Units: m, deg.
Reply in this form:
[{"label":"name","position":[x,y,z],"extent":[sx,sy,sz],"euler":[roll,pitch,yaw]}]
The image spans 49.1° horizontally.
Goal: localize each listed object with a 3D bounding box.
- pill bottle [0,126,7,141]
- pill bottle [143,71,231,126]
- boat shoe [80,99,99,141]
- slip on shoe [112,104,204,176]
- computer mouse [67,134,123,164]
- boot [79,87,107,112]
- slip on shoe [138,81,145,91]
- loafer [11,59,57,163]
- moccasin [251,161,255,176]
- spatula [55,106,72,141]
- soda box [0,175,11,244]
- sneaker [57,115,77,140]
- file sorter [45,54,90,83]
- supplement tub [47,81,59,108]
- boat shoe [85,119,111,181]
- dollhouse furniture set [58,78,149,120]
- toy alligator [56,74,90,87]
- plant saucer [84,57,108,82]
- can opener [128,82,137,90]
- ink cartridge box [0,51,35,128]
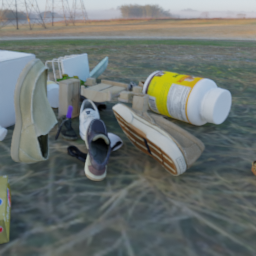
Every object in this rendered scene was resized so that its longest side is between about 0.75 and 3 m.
[{"label":"pill bottle","position":[-3.796,0.034,7.716],"extent":[0.784,0.430,0.430],"euler":[27,23,-3]},{"label":"pill bottle","position":[1.855,-0.962,9.096],"extent":[1.462,1.462,2.676],"euler":[-19,29,-39]},{"label":"boat shoe","position":[-1.180,-0.265,8.308],"extent":[0.670,0.595,1.820],"euler":[-12,33,-10]},{"label":"slip on shoe","position":[0.604,0.058,6.786],"extent":[0.860,1.079,2.838],"euler":[-34,36,-15]},{"label":"computer mouse","position":[-0.714,0.433,7.077],"extent":[0.853,0.341,1.555],"euler":[21,29,28]},{"label":"boot","position":[-1.423,-0.981,10.289],"extent":[1.401,0.557,1.610],"euler":[25,12,9]},{"label":"slip on shoe","position":[1.357,-1.331,11.007],"extent":[2.385,0.723,0.907],"euler":[20,29,40]},{"label":"loafer","position":[-1.911,-0.281,5.958],"extent":[0.797,2.333,0.883],"euler":[14,24,-1]},{"label":"moccasin","position":[2.784,0.839,5.883],"extent":[0.302,0.319,0.826],"euler":[-7,2,17]},{"label":"spatula","position":[-1.764,-0.118,7.652],"extent":[0.107,1.043,0.295],"euler":[30,4,11]},{"label":"soda box","position":[-2.245,1.352,4.726],"extent":[0.432,0.457,1.349],"euler":[-7,23,-18]},{"label":"sneaker","position":[-1.743,-0.030,7.998],"extent":[0.376,0.564,0.985],"euler":[-5,26,-33]},{"label":"file sorter","position":[-3.008,-2.916,14.100],"extent":[1.179,1.314,1.894],"euler":[8,26,28]},{"label":"supplement tub","position":[-2.911,-1.281,10.644],"extent":[0.882,0.882,1.213],"euler":[-11,23,-26]},{"label":"boat shoe","position":[-0.650,0.359,6.322],"extent":[0.619,0.558,1.722],"euler":[16,41,-16]},{"label":"dollhouse furniture set","position":[-0.660,-0.766,9.110],"extent":[2.837,1.256,1.471],"euler":[13,22,19]},{"label":"toy alligator","position":[-1.969,-1.764,10.807],"extent":[1.587,0.526,0.381],"euler":[5,-23,-29]},{"label":"plant saucer","position":[-1.580,-2.899,14.454],"extent":[1.797,0.346,1.797],"euler":[-41,19,17]},{"label":"can opener","position":[0.272,-1.702,12.568],"extent":[0.470,0.375,1.406],"euler":[-42,24,10]},{"label":"ink cartridge box","position":[-4.648,-1.395,9.335],"extent":[2.761,2.032,1.997],"euler":[13,29,29]}]
